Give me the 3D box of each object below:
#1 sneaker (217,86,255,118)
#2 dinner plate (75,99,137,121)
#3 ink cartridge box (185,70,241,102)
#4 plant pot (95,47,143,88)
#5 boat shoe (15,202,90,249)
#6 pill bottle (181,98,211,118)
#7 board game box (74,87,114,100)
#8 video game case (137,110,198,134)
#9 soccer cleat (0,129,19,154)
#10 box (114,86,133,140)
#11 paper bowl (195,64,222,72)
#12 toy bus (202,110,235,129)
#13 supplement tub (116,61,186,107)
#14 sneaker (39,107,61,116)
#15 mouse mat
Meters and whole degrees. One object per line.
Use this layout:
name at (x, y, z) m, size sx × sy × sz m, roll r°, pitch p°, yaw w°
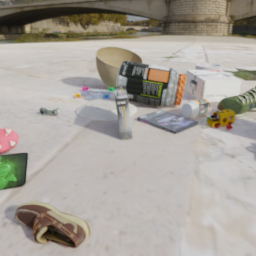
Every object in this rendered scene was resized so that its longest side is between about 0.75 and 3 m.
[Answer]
sneaker at (5.097, -1.298, 11.449) m, size 2.960 × 1.329 × 0.992 m, roll -8°, pitch 54°, yaw -23°
dinner plate at (-0.959, -0.893, 12.245) m, size 2.675 × 0.324 × 2.675 m, roll -1°, pitch 22°, yaw 0°
ink cartridge box at (4.243, -2.200, 14.380) m, size 1.945 × 1.132 × 2.670 m, roll -1°, pitch 24°, yaw -7°
plant pot at (-0.625, -3.187, 15.671) m, size 2.592 × 1.740 × 2.592 m, roll 9°, pitch 37°, yaw -7°
boat shoe at (-1.483, 1.798, 5.080) m, size 1.548 × 0.558 × 0.557 m, roll 14°, pitch 23°, yaw 17°
pill bottle at (2.738, -0.791, 11.307) m, size 1.212 × 0.705 × 0.705 m, roll -13°, pitch 25°, yaw -39°
board game box at (-1.722, -1.842, 14.703) m, size 1.828 × 0.237 × 1.829 m, roll 2°, pitch 22°, yaw 6°
video game case at (1.503, -0.266, 10.793) m, size 1.367 × 0.182 × 1.914 m, roll -18°, pitch 29°, yaw -39°
soccer cleat at (-4.448, 0.601, 7.935) m, size 2.582 × 0.861 × 0.987 m, roll -16°, pitch -3°, yaw -26°
box at (-0.174, -0.585, 9.857) m, size 0.435 × 1.424 × 1.798 m, roll -8°, pitch 21°, yaw 0°
paper bowl at (5.313, -3.728, 18.566) m, size 1.736 × 0.903 × 1.736 m, roll 0°, pitch 22°, yaw 0°
toy bus at (3.395, -0.371, 10.420) m, size 1.047 × 0.574 × 1.110 m, roll 7°, pitch 24°, yaw 26°
supplement tub at (1.021, -1.917, 12.559) m, size 2.905 × 1.780 × 1.780 m, roll 11°, pitch 23°, yaw 6°
sneaker at (-3.228, -0.700, 11.784) m, size 0.890 × 0.334 × 0.514 m, roll 9°, pitch 14°, yaw 10°
mouse mat at (-3.480, 1.140, 7.379) m, size 1.564 × 0.073 × 1.944 m, roll -6°, pitch 23°, yaw -15°
